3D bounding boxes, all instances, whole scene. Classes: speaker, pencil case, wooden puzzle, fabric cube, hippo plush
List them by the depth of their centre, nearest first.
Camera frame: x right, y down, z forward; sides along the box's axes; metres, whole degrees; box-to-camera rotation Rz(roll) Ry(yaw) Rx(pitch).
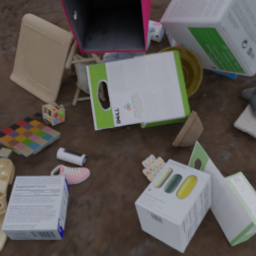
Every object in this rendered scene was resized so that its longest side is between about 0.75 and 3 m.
[{"bbox_3d":[-0.462,-3.592,7.933,2.074,2.035,2.067,2,61,9],"label":"fabric cube"},{"bbox_3d":[-1.621,0.838,8.024,0.810,0.329,0.329,15,54,12],"label":"speaker"},{"bbox_3d":[-2.926,0.239,8.212,1.328,0.157,2.240,25,37,20],"label":"wooden puzzle"},{"bbox_3d":[-2.962,-2.354,9.561,2.245,2.427,0.452,31,20,22],"label":"wooden puzzle"},{"bbox_3d":[-0.038,-2.502,9.573,1.934,1.952,2.428,-32,59,-23],"label":"hippo plush"},{"bbox_3d":[0.637,-4.077,11.587,1.734,0.721,0.786,21,59,16],"label":"pencil case"}]

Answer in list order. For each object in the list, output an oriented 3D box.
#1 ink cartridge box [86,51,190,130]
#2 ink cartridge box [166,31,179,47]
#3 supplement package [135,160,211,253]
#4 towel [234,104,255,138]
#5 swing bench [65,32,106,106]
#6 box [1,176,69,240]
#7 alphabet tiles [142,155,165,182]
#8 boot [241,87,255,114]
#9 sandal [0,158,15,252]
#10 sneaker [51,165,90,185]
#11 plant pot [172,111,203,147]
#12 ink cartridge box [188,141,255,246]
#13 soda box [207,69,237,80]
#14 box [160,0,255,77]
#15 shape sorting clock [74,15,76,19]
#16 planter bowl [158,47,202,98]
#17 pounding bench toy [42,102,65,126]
[{"bbox_3d":[0.280,-1.038,8.535,2.761,1.046,2.040,-9,82,-1],"label":"ink cartridge box"},{"bbox_3d":[2.442,-3.631,11.163,1.460,0.830,2.003,-6,52,-5],"label":"ink cartridge box"},{"bbox_3d":[1.103,1.764,6.535,1.130,1.122,1.489,18,48,34],"label":"supplement package"},{"bbox_3d":[3.966,-0.207,8.804,0.911,0.237,1.375,32,49,24],"label":"towel"},{"bbox_3d":[-1.480,-1.999,9.327,1.138,1.744,1.754,-9,53,-7],"label":"swing bench"},{"bbox_3d":[-2.192,1.946,6.879,1.275,0.727,1.386,0,51,1],"label":"box"},{"bbox_3d":[0.753,1.136,7.730,0.753,0.055,0.737,-33,83,-35],"label":"alphabet tiles"},{"bbox_3d":[4.445,-0.873,9.043,1.224,0.489,1.347,-17,33,1],"label":"boot"},{"bbox_3d":[-3.460,1.780,6.939,0.963,0.864,2.626,-4,52,-2],"label":"sandal"},{"bbox_3d":[-1.575,1.233,7.563,1.051,0.549,0.396,-14,44,-11],"label":"sneaker"},{"bbox_3d":[1.792,0.126,8.094,0.534,1.156,1.156,31,57,9],"label":"plant pot"},{"bbox_3d":[2.254,1.497,6.680,0.526,1.595,2.192,-17,55,-12],"label":"ink cartridge box"},{"bbox_3d":[3.481,-2.254,10.366,1.201,0.407,0.385,27,57,19],"label":"soda box"},{"bbox_3d":[2.999,-3.489,8.611,2.282,2.651,2.665,27,86,49],"label":"box"},{"bbox_3d":[-2.005,-4.920,12.573,0.946,0.186,0.946,1,47,-1],"label":"shape sorting clock"},{"bbox_3d":[1.577,-1.770,9.486,1.799,0.749,1.799,1,93,13],"label":"planter bowl"},{"bbox_3d":[-2.220,-0.480,8.854,0.586,0.467,0.751,30,38,31],"label":"pounding bench toy"}]
